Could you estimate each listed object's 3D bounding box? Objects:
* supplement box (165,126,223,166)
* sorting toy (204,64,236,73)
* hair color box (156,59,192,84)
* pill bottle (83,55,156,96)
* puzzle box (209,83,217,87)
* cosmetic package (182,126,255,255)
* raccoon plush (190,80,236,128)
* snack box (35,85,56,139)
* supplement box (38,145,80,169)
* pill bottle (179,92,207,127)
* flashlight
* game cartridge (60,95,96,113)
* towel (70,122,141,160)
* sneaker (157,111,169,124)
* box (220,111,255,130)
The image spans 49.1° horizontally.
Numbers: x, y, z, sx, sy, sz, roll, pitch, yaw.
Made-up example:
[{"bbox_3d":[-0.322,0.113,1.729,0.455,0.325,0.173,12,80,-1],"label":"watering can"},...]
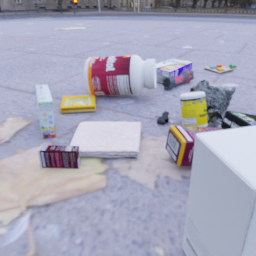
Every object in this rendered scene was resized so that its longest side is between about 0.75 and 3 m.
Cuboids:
[{"bbox_3d":[2.028,0.493,7.650,1.748,0.748,0.964,2,25,-14],"label":"supplement box"},{"bbox_3d":[5.525,-3.555,16.445,1.784,0.263,1.318,-18,29,-32],"label":"sorting toy"},{"bbox_3d":[2.242,-3.005,14.814,1.343,0.796,2.456,19,34,32],"label":"hair color box"},{"bbox_3d":[-0.292,-2.249,12.026,2.923,1.651,1.651,0,26,10],"label":"pill bottle"},{"bbox_3d":[4.225,-1.972,13.488,0.867,0.110,0.577,14,30,24],"label":"puzzle box"},{"bbox_3d":[2.339,1.297,4.396,2.449,2.457,1.510,-7,28,-14],"label":"cosmetic package"},{"bbox_3d":[3.289,-0.509,10.011,1.900,1.372,2.836,4,53,-22],"label":"raccoon plush"},{"bbox_3d":[-2.808,-0.603,9.483,0.474,1.272,1.788,-9,29,-18],"label":"snack box"},{"bbox_3d":[-1.836,0.779,7.533,1.042,0.567,0.317,2,27,2],"label":"supplement box"},{"bbox_3d":[2.062,-0.389,8.749,0.781,1.388,0.781,-8,12,2],"label":"pill bottle"},{"bbox_3d":[2.449,-2.401,13.626,1.995,0.675,0.678,-22,-6,-44],"label":"flashlight"},{"bbox_3d":[-2.027,-1.016,11.405,1.375,0.253,1.560,-4,26,-7],"label":"game cartridge"},{"bbox_3d":[-0.644,0.324,8.706,2.077,0.335,1.984,1,28,3],"label":"towel"},{"bbox_3d":[1.331,-0.330,10.117,0.357,0.299,0.787,23,41,21],"label":"sneaker"},{"bbox_3d":[4.089,0.386,7.002,2.536,0.624,2.626,6,21,-16],"label":"box"}]
